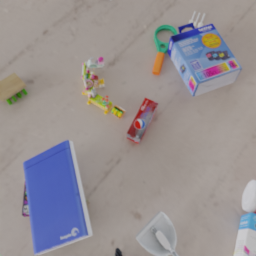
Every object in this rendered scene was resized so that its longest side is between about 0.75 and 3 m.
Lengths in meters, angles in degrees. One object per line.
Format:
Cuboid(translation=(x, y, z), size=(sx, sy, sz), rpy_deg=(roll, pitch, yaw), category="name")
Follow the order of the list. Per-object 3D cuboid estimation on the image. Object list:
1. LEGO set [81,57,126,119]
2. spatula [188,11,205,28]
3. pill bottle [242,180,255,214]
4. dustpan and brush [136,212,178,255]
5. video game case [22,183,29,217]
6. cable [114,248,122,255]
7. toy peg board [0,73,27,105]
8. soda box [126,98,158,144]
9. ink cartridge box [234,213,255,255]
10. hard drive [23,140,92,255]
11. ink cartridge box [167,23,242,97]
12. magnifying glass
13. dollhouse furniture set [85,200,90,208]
Cuboid(translation=(-1.056, -1.444, 9.906), size=(1.214, 0.982, 2.639), rpy_deg=(-20, 68, -9), category="LEGO set")
Cuboid(translation=(2.916, -4.554, 11.777), size=(0.580, 0.067, 0.835), rpy_deg=(18, 67, 14), category="spatula")
Cuboid(translation=(4.394, 2.285, 8.286), size=(1.739, 0.976, 0.976), rpy_deg=(19, 68, 8), category="pill bottle")
Cuboid(translation=(1.105, 3.380, 8.050), size=(1.120, 0.459, 1.605), rpy_deg=(-40, 102, -21), category="dustpan and brush")
Cuboid(translation=(-2.486, 2.013, 8.776), size=(1.522, 0.272, 1.379), rpy_deg=(-3, 64, -1), category="video game case")
Cuboid(translation=(0.007, 3.891, 7.331), size=(0.367, 1.177, 1.443), rpy_deg=(-32, 86, -14), category="cable")
Cuboid(translation=(-4.265, -1.372, 10.232), size=(0.985, 0.482, 0.981), rpy_deg=(-38, 56, -16), category="toy peg board")
Cuboid(translation=(0.485, -0.247, 9.654), size=(0.539, 0.488, 1.539), rpy_deg=(24, 68, 9), category="soda box")
Cuboid(translation=(3.696, 3.776, 7.720), size=(1.386, 0.817, 2.407), rpy_deg=(19, 68, 8), category="ink cartridge box")
Cuboid(translation=(-2.120, 1.952, 8.050), size=(1.816, 0.349, 2.753), rpy_deg=(-26, 64, 18), category="hard drive")
Cuboid(translation=(2.671, -2.706, 10.466), size=(1.821, 1.019, 2.669), rpy_deg=(-20, 66, -9), category="ink cartridge box")
Cuboid(translation=(1.349, -3.117, 11.041), size=(0.959, 0.270, 2.408), rpy_deg=(14, 68, 6), category="magnifying glass")
Cuboid(translation=(-1.511, 2.602, 8.412), size=(0.390, 0.505, 1.010), rpy_deg=(16, 68, 6), category="dollhouse furniture set")
